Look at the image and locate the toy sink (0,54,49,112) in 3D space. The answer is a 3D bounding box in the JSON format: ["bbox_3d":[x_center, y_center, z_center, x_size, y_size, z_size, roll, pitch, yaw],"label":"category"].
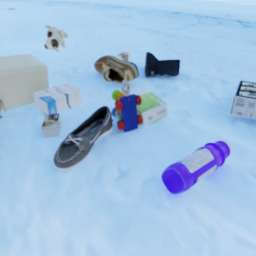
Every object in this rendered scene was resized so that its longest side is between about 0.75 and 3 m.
[{"bbox_3d":[-4.560,-1.669,10.391,2.709,1.518,1.766,-17,35,-34],"label":"toy sink"}]

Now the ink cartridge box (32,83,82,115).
[{"bbox_3d":[-2.559,-1.066,10.251,1.440,0.606,1.041,-26,40,-35],"label":"ink cartridge box"}]

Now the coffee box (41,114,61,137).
[{"bbox_3d":[-2.435,-0.089,8.906,0.494,0.349,0.874,-5,32,-5],"label":"coffee box"}]

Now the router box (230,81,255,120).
[{"bbox_3d":[5.174,-0.829,9.584,2.900,0.740,2.163,14,28,21],"label":"router box"}]

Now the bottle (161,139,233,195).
[{"bbox_3d":[1.775,0.863,6.850,2.082,0.870,0.680,-24,75,-32],"label":"bottle"}]

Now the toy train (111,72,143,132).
[{"bbox_3d":[-0.174,-0.949,8.825,0.826,1.951,1.129,-17,30,-21],"label":"toy train"}]

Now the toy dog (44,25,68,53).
[{"bbox_3d":[-3.612,-4.320,13.736,0.932,1.295,1.336,-14,49,17],"label":"toy dog"}]

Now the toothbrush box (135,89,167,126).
[{"bbox_3d":[0.610,-0.730,9.626,0.939,0.555,1.290,-24,38,-15],"label":"toothbrush box"}]

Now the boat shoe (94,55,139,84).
[{"bbox_3d":[-0.704,-2.521,12.302,2.563,0.970,0.947,20,52,42],"label":"boat shoe"}]

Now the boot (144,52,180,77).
[{"bbox_3d":[1.622,-2.993,13.228,1.640,0.746,1.952,0,38,6],"label":"boot"}]

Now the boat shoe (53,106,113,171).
[{"bbox_3d":[-1.274,0.179,8.080,0.885,0.754,2.647,14,34,22],"label":"boat shoe"}]

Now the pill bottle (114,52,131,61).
[{"bbox_3d":[-0.292,-3.592,14.427,0.551,0.551,0.947,19,38,28],"label":"pill bottle"}]

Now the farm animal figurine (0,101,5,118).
[{"bbox_3d":[-4.839,-0.503,9.005,1.227,0.764,1.519,0,24,3],"label":"farm animal figurine"}]
